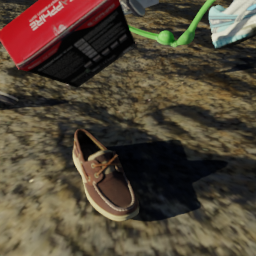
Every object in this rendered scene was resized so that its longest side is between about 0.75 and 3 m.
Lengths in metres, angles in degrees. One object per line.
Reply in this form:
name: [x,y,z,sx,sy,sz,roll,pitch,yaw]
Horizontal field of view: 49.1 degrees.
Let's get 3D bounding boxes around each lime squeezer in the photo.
lime squeezer: [1.006,-2.318,6.659,2.453,0.866,0.463,-2,51,42]

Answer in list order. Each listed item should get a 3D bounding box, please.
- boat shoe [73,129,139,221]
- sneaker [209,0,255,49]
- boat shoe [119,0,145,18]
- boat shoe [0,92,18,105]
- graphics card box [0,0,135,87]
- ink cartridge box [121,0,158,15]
boat shoe: [-0.589,0.878,6.073,0.903,0.901,2.502,-17,40,-21]
sneaker: [3.022,-2.840,6.291,2.833,1.223,1.100,-17,6,46]
boat shoe: [0.050,-3.568,8.187,0.471,0.407,1.296,-4,53,-42]
boat shoe: [-4.494,-0.864,8.798,2.087,0.758,0.655,10,81,4]
graphics card box: [-0.738,-1.416,4.545,1.542,0.625,2.458,-34,-3,8]
ink cartridge box: [-0.621,-4.692,8.661,2.618,2.299,1.098,-20,39,-3]
